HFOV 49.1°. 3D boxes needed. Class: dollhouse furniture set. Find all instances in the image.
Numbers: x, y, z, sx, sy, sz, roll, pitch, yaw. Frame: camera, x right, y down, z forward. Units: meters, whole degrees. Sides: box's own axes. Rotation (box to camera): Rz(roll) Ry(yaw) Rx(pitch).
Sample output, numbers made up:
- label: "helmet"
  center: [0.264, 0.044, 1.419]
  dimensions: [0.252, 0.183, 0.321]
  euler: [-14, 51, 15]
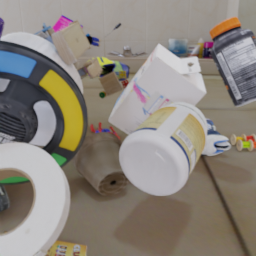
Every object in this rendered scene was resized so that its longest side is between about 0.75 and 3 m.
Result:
- label: "dollhouse furniture set"
  center: [-1.829, -1.670, 7.041]
  dimensions: [1.664, 1.571, 1.086]
  euler: [-15, 28, 24]

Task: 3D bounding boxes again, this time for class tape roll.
- label: "tape roll"
  center: [-1.761, 1.094, 4.048]
  dimensions: [1.846, 0.337, 1.846]
  euler: [-1, 61, 2]

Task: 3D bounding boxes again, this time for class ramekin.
- label: "ramekin"
  center: [-2.517, -0.960, 7.020]
  dimensions: [2.809, 2.809, 1.369]
  euler: [8, 49, 21]

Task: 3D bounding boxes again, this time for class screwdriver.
- label: "screwdriver"
  center: [-0.716, -4.337, 12.469]
  dimensions: [0.983, 0.143, 0.137]
  euler: [-31, 6, 12]

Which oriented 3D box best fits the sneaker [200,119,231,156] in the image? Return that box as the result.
- label: "sneaker"
  center: [3.242, 0.433, 10.862]
  dimensions: [1.747, 0.961, 2.386]
  euler: [26, 28, 36]

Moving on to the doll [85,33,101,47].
- label: "doll"
  center: [-1.306, -2.968, 9.608]
  dimensions: [0.770, 0.526, 0.187]
  euler: [1, 10, -42]

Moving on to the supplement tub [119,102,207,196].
- label: "supplement tub"
  center: [0.867, 0.349, 6.088]
  dimensions: [1.444, 1.444, 1.999]
  euler: [10, 30, 27]

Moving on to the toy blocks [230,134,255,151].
- label: "toy blocks"
  center: [4.827, 0.567, 11.014]
  dimensions: [1.229, 0.446, 1.024]
  euler: [-1, 19, -4]

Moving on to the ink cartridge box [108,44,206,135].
- label: "ink cartridge box"
  center: [0.929, -1.043, 8.255]
  dimensions: [1.676, 2.677, 1.721]
  euler: [33, 27, -10]

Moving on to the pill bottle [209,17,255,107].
- label: "pill bottle"
  center: [3.225, -1.924, 8.103]
  dimensions: [1.275, 2.400, 1.275]
  euler: [-23, -2, -1]

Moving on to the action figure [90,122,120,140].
- label: "action figure"
  center: [-0.938, 0.217, 12.003]
  dimensions: [0.680, 0.537, 2.079]
  euler: [-10, 24, -32]

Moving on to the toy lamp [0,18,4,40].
- label: "toy lamp"
  center: [-3.242, -1.225, 5.562]
  dimensions: [0.695, 2.387, 0.695]
  euler: [35, 13, -9]

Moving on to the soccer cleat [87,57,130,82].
- label: "soccer cleat"
  center: [-1.108, -2.438, 11.501]
  dimensions: [2.671, 0.863, 1.117]
  euler: [19, 21, 42]

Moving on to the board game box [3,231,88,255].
- label: "board game box"
  center: [-1.566, 2.711, 4.338]
  dimensions: [1.640, 0.419, 2.421]
  euler: [13, 18, -6]

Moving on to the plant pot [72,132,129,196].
- label: "plant pot"
  center: [-0.670, 1.133, 8.092]
  dimensions: [1.592, 1.592, 1.381]
  euler: [-8, 36, -23]

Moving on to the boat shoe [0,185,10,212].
- label: "boat shoe"
  center: [-3.909, 1.554, 7.745]
  dimensions: [0.960, 0.975, 2.706]
  euler: [-3, 28, -34]

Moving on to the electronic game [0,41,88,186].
- label: "electronic game"
  center: [-2.033, -0.062, 4.545]
  dimensions: [2.750, 2.750, 0.572]
  euler: [-5, 38, -13]

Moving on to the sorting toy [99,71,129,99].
- label: "sorting toy"
  center: [-0.532, -1.575, 9.814]
  dimensions: [1.445, 0.697, 0.244]
  euler: [-18, 15, 35]

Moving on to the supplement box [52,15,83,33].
- label: "supplement box"
  center: [-2.364, -2.934, 9.767]
  dimensions: [0.885, 0.867, 1.713]
  euler: [27, 60, -5]
